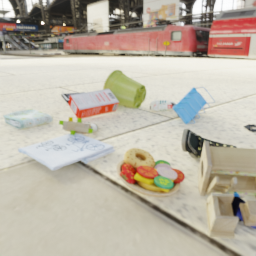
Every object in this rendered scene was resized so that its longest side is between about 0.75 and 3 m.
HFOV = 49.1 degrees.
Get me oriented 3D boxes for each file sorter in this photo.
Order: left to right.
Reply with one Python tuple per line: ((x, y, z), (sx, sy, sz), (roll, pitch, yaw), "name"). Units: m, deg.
((2.947, -1.000, 12.469), (1.459, 1.013, 0.895), (-45, 14, -12), "file sorter")

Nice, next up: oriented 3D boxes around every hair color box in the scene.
((-1.739, -1.242, 14.248), (2.281, 0.698, 1.158), (-15, 54, -33), "hair color box")

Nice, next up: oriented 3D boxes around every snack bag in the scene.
((-2.134, 0.788, 9.731), (2.392, 0.272, 2.537), (16, 24, 41), "snack bag")

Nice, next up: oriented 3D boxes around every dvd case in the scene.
((-3.272, -1.924, 17.760), (1.601, 0.263, 2.130), (-7, 20, -21), "dvd case")

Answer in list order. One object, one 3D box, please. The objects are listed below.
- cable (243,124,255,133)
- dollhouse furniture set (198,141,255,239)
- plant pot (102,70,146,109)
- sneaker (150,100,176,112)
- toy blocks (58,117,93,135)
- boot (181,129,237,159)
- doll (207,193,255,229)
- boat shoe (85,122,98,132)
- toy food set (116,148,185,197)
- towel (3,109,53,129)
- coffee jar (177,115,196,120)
((5.495, 0.034, 12.120), (0.704, 0.219, 0.863), (-2, 16, -23), "cable")
((3.027, 1.620, 6.495), (2.495, 1.387, 2.207), (3, 43, 6), "dollhouse furniture set")
((-0.080, -2.027, 15.848), (1.907, 2.074, 2.074), (24, 28, 26), "plant pot")
((1.932, -1.210, 15.125), (1.656, 0.583, 0.774), (-11, 16, -37), "sneaker")
((-2.009, 0.018, 11.297), (1.362, 0.681, 0.931), (7, -8, 4), "toy blocks")
((2.482, 0.569, 8.474), (1.453, 0.694, 1.924), (7, -17, 29), "boot")
((2.461, 1.876, 6.323), (1.487, 0.360, 1.014), (17, 42, 43), "doll")
((-1.623, -0.019, 12.026), (0.344, 0.376, 1.006), (-17, 16, -32), "boat shoe")
((0.596, 1.220, 7.648), (1.846, 0.454, 1.865), (19, 21, 14), "toy food set")
((-4.724, -0.462, 13.132), (1.897, 0.457, 1.624), (17, 26, 41), "towel")
((2.991, -0.965, 14.036), (0.945, 0.773, 1.812), (16, 22, 10), "coffee jar")
